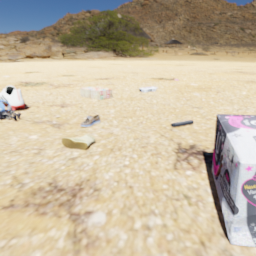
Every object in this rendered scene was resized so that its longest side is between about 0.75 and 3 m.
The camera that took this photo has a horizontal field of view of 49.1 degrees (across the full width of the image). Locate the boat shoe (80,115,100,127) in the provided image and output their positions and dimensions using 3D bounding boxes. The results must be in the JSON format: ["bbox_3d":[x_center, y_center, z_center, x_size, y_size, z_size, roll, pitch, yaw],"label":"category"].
[{"bbox_3d":[-1.487,-0.296,10.915,0.366,0.366,1.012,11,20,31],"label":"boat shoe"}]

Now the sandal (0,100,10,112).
[{"bbox_3d":[-5.779,-0.866,12.196,0.855,0.780,1.964,3,18,-5],"label":"sandal"}]

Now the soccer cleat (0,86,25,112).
[{"bbox_3d":[-5.862,-1.542,13.689,0.902,1.120,2.628,-16,24,-42],"label":"soccer cleat"}]

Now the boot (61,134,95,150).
[{"bbox_3d":[-1.539,0.399,8.727,0.893,0.325,0.694,7,19,17],"label":"boot"}]

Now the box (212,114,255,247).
[{"bbox_3d":[2.648,0.784,5.346,1.793,1.557,2.713,3,17,9],"label":"box"}]

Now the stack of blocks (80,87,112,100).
[{"bbox_3d":[-1.861,-2.049,16.368,1.730,0.507,0.996,14,22,39],"label":"stack of blocks"}]

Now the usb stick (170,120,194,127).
[{"bbox_3d":[2.104,-0.170,10.857,1.002,0.163,0.278,-10,20,-28],"label":"usb stick"}]

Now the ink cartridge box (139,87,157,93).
[{"bbox_3d":[1.358,-2.512,18.371,1.195,0.234,0.594,-13,21,-31],"label":"ink cartridge box"}]

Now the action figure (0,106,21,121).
[{"bbox_3d":[-5.027,-0.603,11.577,1.168,0.596,0.694,8,29,19],"label":"action figure"}]
